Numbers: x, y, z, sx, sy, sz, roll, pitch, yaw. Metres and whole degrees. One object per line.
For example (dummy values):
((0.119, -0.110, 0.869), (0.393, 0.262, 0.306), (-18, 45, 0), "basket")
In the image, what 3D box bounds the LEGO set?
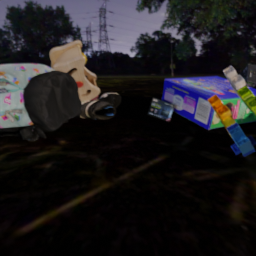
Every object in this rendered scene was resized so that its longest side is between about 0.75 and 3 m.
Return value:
((2.657, -0.076, 6.298), (1.083, 1.165, 2.840), (-32, 36, 15), "LEGO set")

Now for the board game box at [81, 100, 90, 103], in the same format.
((-1.790, -1.046, 10.451), (0.777, 0.135, 0.491), (-40, 67, -14), "board game box")

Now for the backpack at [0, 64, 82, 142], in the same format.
((-2.999, -0.761, 7.461), (2.938, 1.860, 2.452), (0, 12, 14), "backpack")

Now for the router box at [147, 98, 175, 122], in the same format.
((1.061, -0.577, 9.072), (0.767, 0.575, 0.238), (18, -2, 8), "router box")

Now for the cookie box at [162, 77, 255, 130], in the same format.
((2.900, -0.954, 9.468), (2.706, 1.017, 2.314), (-9, 28, -32), "cookie box")

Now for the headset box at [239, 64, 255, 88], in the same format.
((4.458, -1.823, 10.405), (0.408, 0.766, 0.879), (12, -23, 1), "headset box")

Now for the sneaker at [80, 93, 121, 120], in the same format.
((-0.700, -0.722, 10.156), (1.179, 0.770, 2.108), (12, 26, 39), "sneaker")

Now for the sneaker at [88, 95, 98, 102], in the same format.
((-2.372, -1.764, 13.530), (1.044, 1.256, 2.787), (6, 14, 27), "sneaker")

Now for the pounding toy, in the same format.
((-1.659, -1.326, 9.224), (1.544, 1.549, 2.700), (-9, -29, -15), "pounding toy")
